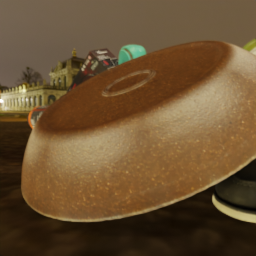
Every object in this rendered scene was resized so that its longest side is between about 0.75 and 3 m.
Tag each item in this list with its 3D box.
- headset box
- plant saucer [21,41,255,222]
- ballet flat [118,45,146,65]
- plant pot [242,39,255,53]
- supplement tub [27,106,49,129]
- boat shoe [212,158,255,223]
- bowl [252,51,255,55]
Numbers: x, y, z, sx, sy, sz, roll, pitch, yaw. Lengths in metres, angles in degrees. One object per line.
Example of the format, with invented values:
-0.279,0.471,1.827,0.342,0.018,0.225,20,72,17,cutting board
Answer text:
-0.553,-1.010,9.243,1.918,2.580,0.968,-49,-10,36,headset box
0.088,-0.291,3.082,2.975,0.544,2.975,-21,23,9,plant saucer
0.044,-1.273,7.651,0.797,0.763,2.266,-24,-29,-30,ballet flat
4.436,-1.331,8.292,2.917,2.730,2.730,27,-16,-38,plant pot
-4.001,-0.429,13.742,1.350,1.350,2.524,-2,4,-44,supplement tub
1.369,0.389,2.856,0.803,0.688,2.195,4,6,28,boat shoe
4.110,-1.516,6.702,1.886,1.883,0.704,-37,-5,-11,bowl
